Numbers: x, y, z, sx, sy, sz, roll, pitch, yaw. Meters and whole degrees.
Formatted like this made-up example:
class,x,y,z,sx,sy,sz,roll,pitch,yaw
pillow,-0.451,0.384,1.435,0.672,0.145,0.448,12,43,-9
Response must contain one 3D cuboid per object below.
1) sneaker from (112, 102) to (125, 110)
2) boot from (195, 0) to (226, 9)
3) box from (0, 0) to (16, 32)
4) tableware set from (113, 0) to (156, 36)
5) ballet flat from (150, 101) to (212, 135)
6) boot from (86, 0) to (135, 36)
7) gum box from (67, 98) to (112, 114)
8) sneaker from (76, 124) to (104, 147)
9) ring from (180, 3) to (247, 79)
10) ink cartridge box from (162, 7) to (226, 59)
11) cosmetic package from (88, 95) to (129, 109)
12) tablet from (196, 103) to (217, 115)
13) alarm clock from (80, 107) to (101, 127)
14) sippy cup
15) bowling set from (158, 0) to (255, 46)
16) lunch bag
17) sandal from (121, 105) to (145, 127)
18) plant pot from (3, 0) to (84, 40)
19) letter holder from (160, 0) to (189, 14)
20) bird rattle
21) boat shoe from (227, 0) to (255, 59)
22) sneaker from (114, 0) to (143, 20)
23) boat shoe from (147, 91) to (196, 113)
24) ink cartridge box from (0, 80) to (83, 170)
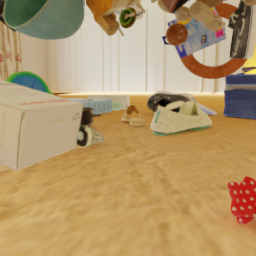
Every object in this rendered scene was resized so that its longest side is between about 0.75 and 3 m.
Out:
class,x,y,z,sx,sy,sz,roll,pitch,yaw
sneaker,-0.744,-1.034,13.433,1.104,0.406,0.651,-7,0,25
boot,1.541,-3.587,6.312,0.707,1.874,0.690,-26,8,29
box,-2.666,-3.417,6.441,1.825,1.495,0.786,-26,35,37
tableware set,0.090,-3.766,8.032,1.979,1.333,0.304,-41,-25,30
ballet flat,1.594,-0.331,7.751,0.900,0.900,2.507,8,11,42
boot,-0.473,-3.280,6.616,0.655,1.333,1.862,-21,-19,-36
gum box,-2.369,-0.893,11.949,2.289,0.600,2.694,5,10,29
sneaker,-0.930,0.150,6.132,0.571,0.496,1.289,9,9,-31
ring,2.942,-2.940,9.593,2.528,2.528,0.243,3,17,18
ink cartridge box,1.933,-2.914,8.569,1.728,1.179,0.660,-22,-40,17
cosmetic package,-0.981,-1.353,14.461,2.013,0.745,1.023,0,9,6
tablet,2.335,-0.996,12.226,1.727,0.181,2.654,18,-3,-33
alarm clock,-1.757,-0.304,8.175,1.256,0.620,1.862,-9,14,-41
sippy cup,-3.845,-0.976,9.724,1.621,1.736,2.211,-6,-35,40
bowling set,1.255,-2.356,5.511,2.207,1.536,1.185,37,24,31
lunch bag,5.084,-1.377,10.739,1.970,1.918,2.899,-8,13,-43
sandal,0.189,-0.466,9.230,0.669,0.600,1.824,-2,9,-11
plant pot,-1.063,-1.695,3.925,1.126,1.126,0.758,6,-13,36
letter holder,0.695,-2.890,3.502,1.177,1.664,2.341,-40,1,-3
bird rattle,1.413,0.688,2.378,1.007,0.567,0.821,-4,25,-3
boat shoe,3.235,-3.023,7.994,0.735,2.168,0.778,-3,35,9
sneaker,-0.148,-4.368,10.612,0.668,0.783,1.776,-37,32,-22
boat shoe,1.476,-0.884,11.263,0.921,0.972,2.781,-28,22,-26
ink cartridge box,-2.298,-0.224,5.121,2.342,1.003,1.729,18,15,19
